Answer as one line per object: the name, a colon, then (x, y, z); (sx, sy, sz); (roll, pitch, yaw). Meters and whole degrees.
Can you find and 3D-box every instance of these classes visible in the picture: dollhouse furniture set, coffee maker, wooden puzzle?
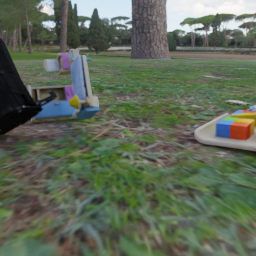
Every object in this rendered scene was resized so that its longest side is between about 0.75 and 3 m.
dollhouse furniture set: (-2.037, -1.381, 8.181); (1.652, 2.390, 2.532); (-7, -5, -22)
coffee maker: (-3.317, -1.212, 7.215); (2.225, 2.317, 1.561); (-27, -4, -12)
wooden puzzle: (3.521, 0.008, 7.248); (2.798, 0.648, 2.592); (13, 21, 36)

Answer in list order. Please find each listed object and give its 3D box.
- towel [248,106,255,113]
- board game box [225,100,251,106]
towel: (5.447, -0.470, 9.537); (1.621, 0.263, 2.207); (-13, 23, -41)
board game box: (4.574, -1.041, 11.689); (0.468, 0.105, 0.894); (-12, 21, -41)
